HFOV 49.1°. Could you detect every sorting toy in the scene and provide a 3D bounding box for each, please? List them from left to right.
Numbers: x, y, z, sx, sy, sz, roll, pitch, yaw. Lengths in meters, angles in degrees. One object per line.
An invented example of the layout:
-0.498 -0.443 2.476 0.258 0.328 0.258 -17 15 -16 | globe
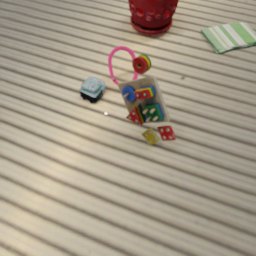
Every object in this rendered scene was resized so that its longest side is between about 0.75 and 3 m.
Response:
0.370 -0.582 7.889 1.332 2.762 0.467 -2 29 42 | sorting toy

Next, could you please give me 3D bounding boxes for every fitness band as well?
-0.180 -2.138 9.814 1.011 1.408 0.264 -10 9 0 | fitness band

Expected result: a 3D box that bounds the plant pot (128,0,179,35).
1.031 -5.136 11.764 2.138 1.947 2.138 0 53 0 | plant pot

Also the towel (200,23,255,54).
4.377 -3.880 11.923 2.097 0.245 1.600 -14 55 -9 | towel

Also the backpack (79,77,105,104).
-1.224 -1.402 9.877 0.779 0.661 0.877 25 52 16 | backpack
